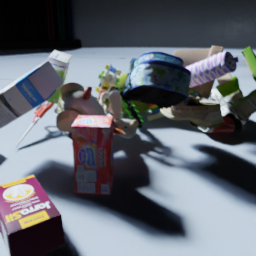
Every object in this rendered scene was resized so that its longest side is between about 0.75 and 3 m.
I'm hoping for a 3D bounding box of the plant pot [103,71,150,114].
[{"bbox_3d":[-0.133,-1.385,11.944,1.916,1.990,1.990,-23,29,-29],"label":"plant pot"}]

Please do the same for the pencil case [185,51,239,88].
[{"bbox_3d":[2.574,-1.852,9.066,0.764,0.750,1.788,-10,-2,-41],"label":"pencil case"}]

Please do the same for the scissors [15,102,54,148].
[{"bbox_3d":[-3.196,-0.347,9.936,1.063,0.202,2.905,-27,26,14],"label":"scissors"}]

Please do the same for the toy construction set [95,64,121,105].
[{"bbox_3d":[-0.941,-1.219,9.680,0.907,1.969,1.291,40,1,-8],"label":"toy construction set"}]

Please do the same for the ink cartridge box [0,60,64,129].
[{"bbox_3d":[-2.953,-0.903,7.790,1.943,0.819,1.419,-25,23,21],"label":"ink cartridge box"}]

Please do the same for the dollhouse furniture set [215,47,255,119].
[{"bbox_3d":[4.065,-1.428,9.668,1.480,1.134,2.260,-30,-37,30],"label":"dollhouse furniture set"}]

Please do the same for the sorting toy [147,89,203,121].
[{"bbox_3d":[1.915,-1.117,11.512,2.031,0.707,2.019,-17,9,28],"label":"sorting toy"}]

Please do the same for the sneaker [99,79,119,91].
[{"bbox_3d":[-0.743,-1.567,10.833,0.417,0.448,1.129,-23,67,-32],"label":"sneaker"}]

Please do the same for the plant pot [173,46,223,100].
[{"bbox_3d":[2.496,-2.241,10.643,1.728,1.981,1.981,17,24,11],"label":"plant pot"}]

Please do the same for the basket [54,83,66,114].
[{"bbox_3d":[-2.217,-1.013,10.936,0.782,1.268,0.859,23,7,43],"label":"basket"}]

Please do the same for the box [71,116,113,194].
[{"bbox_3d":[-0.798,0.621,6.549,0.865,1.686,0.798,1,20,2],"label":"box"}]

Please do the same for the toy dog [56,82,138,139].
[{"bbox_3d":[-0.730,-0.539,8.324,2.900,1.913,1.397,-4,-21,-46],"label":"toy dog"}]

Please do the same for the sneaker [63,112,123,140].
[{"bbox_3d":[-1.280,-0.171,9.807,1.578,0.868,2.155,16,32,23],"label":"sneaker"}]

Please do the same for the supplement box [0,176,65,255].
[{"bbox_3d":[-1.928,1.631,5.232,0.903,0.701,1.637,-13,24,-32],"label":"supplement box"}]

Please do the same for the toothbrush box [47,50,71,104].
[{"bbox_3d":[-2.277,-1.598,8.803,0.595,1.382,1.006,15,25,-10],"label":"toothbrush box"}]

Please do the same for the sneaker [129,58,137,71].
[{"bbox_3d":[0.911,-2.401,13.599,1.050,2.334,0.915,-25,13,30],"label":"sneaker"}]

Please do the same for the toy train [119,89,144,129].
[{"bbox_3d":[0.078,-0.649,10.016,0.376,1.801,0.508,-40,44,-13],"label":"toy train"}]

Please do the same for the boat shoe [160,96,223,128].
[{"bbox_3d":[1.903,-0.641,8.718,0.866,0.780,2.401,-21,24,-27],"label":"boat shoe"}]

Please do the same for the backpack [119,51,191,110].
[{"bbox_3d":[0.864,-1.379,8.006,1.716,1.378,1.876,11,-5,-16],"label":"backpack"}]

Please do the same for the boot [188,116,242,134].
[{"bbox_3d":[3.264,-0.283,10.544,1.555,0.780,2.155,5,17,-13],"label":"boot"}]

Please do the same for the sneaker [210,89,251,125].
[{"bbox_3d":[4.014,-0.866,11.462,0.889,1.031,2.352,19,12,-29],"label":"sneaker"}]
